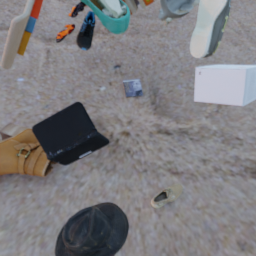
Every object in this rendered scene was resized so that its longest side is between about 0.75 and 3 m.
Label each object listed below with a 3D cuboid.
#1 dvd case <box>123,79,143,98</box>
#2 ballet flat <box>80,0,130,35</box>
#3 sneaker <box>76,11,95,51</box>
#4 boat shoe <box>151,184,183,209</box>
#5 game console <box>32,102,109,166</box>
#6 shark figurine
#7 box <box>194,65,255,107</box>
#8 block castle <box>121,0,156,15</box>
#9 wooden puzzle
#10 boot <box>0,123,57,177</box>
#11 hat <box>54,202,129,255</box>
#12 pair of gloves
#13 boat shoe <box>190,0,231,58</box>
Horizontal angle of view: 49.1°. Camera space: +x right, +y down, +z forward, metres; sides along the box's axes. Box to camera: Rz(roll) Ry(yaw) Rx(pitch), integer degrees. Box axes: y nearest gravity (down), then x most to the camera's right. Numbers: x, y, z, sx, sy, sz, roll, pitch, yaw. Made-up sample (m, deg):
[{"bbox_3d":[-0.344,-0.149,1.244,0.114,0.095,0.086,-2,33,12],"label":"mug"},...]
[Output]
[{"bbox_3d":[0.174,-1.517,10.636,0.661,0.071,0.889,-6,52,-5],"label":"dvd case"},{"bbox_3d":[-1.000,-4.070,8.187,2.947,1.037,0.992,44,68,-6],"label":"ballet flat"},{"bbox_3d":[-1.322,-3.071,8.830,0.502,0.562,1.371,10,64,-13],"label":"sneaker"},{"bbox_3d":[1.110,1.857,7.781,1.068,0.344,0.380,-30,57,-22],"label":"boat shoe"},{"bbox_3d":[-1.375,0.197,6.890,1.410,1.240,0.820,-27,64,10],"label":"game console"},{"bbox_3d":[1.307,-4.017,9.002,1.744,1.218,2.918,-20,17,41],"label":"shark figurine"},{"bbox_3d":[1.922,-0.847,5.313,0.919,0.642,1.206,11,19,36],"label":"box"},{"bbox_3d":[0.350,-4.998,9.728,2.650,1.243,1.771,-12,37,38],"label":"block castle"},{"bbox_3d":[-2.632,-3.035,7.546,0.474,2.353,2.544,23,61,-23],"label":"wooden puzzle"},{"bbox_3d":[-3.266,1.058,8.040,2.039,0.971,2.635,21,56,13],"label":"boot"},{"bbox_3d":[-0.721,1.733,4.802,1.408,0.568,1.408,-14,36,11],"label":"hat"},{"bbox_3d":[-1.892,-3.610,9.469,1.487,0.206,1.670,12,72,57],"label":"pair of gloves"},{"bbox_3d":[2.032,-2.603,6.607,0.575,1.923,0.687,-9,36,-34],"label":"boat shoe"}]
